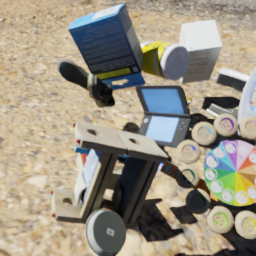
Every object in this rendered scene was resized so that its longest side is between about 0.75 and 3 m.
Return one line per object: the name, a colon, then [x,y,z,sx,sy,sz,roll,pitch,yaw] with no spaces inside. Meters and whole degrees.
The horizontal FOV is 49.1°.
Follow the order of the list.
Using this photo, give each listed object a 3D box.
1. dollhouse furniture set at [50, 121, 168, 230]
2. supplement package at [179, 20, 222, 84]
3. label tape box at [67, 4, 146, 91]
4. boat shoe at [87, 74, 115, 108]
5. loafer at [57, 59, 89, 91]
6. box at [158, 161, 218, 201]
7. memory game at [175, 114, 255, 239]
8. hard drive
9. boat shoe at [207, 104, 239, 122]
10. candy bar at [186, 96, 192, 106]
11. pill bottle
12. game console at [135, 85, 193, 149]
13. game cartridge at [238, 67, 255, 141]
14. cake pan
dollhouse furniture set: [-0.728,0.715,6.822,1.906,1.917,2.720,14,18,-22]
supplement package: [2.834,-3.039,11.552,1.304,2.381,1.354,-7,69,1]
label tape box: [-0.594,-2.729,10.091,1.980,2.763,0.913,-6,42,26]
boat shoe: [-0.912,-1.300,10.136,0.744,2.264,0.809,1,74,6]
loafer: [-1.970,-2.031,10.770,0.694,1.845,0.643,-45,40,13]
box: [1.422,1.262,7.192,1.759,1.047,0.365,25,86,4]
memory game: [2.540,1.039,6.522,2.924,0.186,2.924,-1,73,2]
hard drive: [3.891,-1.607,9.718,1.568,0.425,2.244,23,21,14]
boat shoe: [3.800,-0.293,9.188,2.409,0.725,0.859,28,12,22]
candy bar: [1.629,-0.467,8.108,0.231,0.103,0.928,23,79,-17]
pill bottle: [1.106,-2.568,10.471,1.255,1.255,2.255,-24,31,-25]
game console: [0.792,-0.315,7.515,1.617,0.957,1.380,7,71,44]
game cartridge: [3.946,-0.751,7.515,1.662,0.518,2.496,20,76,13]
cake pan: [-0.393,2.028,5.445,0.923,0.169,0.923,23,49,-30]
